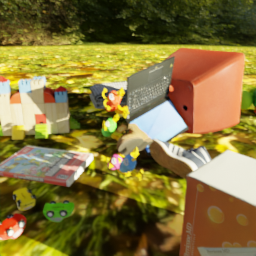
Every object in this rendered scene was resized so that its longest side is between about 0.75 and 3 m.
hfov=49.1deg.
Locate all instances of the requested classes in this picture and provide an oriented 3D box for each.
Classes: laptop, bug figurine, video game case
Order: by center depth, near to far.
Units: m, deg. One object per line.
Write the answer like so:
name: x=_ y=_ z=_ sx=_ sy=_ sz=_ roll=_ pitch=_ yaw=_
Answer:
bug figurine: x=-0.261 y=0.247 z=6.410 sx=0.560 sy=2.176 sz=1.687 roll=-7 pitch=-22 yaw=-17
video game case: x=-2.175 y=0.950 z=7.375 sx=2.086 sy=0.182 sz=1.492 roll=5 pitch=22 yaw=14
laptop: x=0.937 y=-0.641 z=8.020 sx=1.897 sy=2.141 sz=1.106 roll=-30 pitch=52 yaw=-33

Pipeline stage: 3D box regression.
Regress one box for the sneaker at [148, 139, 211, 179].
sneaker: x=1.372 y=0.694 z=7.410 sx=0.942 sy=0.609 sz=1.737 roll=-20 pitch=35 yaw=-31

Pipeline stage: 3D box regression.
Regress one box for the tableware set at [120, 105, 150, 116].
tableware set: x=0.651 y=-0.819 z=11.856 sx=1.929 sy=0.296 sz=1.299 roll=-12 pitch=24 yaw=-30

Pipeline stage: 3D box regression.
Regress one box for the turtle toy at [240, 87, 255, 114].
turtle toy: x=5.431 y=-1.115 z=11.162 sx=2.286 sy=1.666 sz=1.155 roll=10 pitch=44 yaw=28

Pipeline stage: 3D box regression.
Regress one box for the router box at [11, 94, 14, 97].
router box: x=-5.238 y=-1.190 z=12.711 sx=1.066 sy=0.365 sz=1.429 roll=10 pitch=23 yaw=25

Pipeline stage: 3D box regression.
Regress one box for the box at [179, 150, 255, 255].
box: x=2.113 y=1.559 z=3.807 sx=1.232 sy=1.572 sz=2.527 roll=-19 pitch=28 yaw=-40

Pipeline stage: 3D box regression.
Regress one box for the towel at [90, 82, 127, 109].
towel: x=-0.681 y=-1.525 z=12.886 sx=2.038 sy=0.872 sz=1.687 roll=-6 pitch=22 yaw=-15

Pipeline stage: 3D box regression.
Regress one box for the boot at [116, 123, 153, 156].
boot: x=0.043 y=0.237 z=6.690 sx=0.619 sy=0.634 sz=1.680 roll=-38 pitch=-12 yaw=15

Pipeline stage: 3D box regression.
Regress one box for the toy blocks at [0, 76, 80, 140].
toy blocks: x=-3.149 y=-0.818 z=9.477 sx=2.890 sy=1.975 sz=1.444 roll=-2 pitch=21 yaw=-8

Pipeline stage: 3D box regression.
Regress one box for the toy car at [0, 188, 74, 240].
toy car: x=-1.703 y=1.647 z=5.372 sx=1.337 sy=0.317 sz=1.421 roll=-1 pitch=22 yaw=-3

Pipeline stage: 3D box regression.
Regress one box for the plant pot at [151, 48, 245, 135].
plant pot: x=2.186 y=-1.188 z=9.875 sx=2.340 sy=2.652 sz=2.655 roll=-27 pitch=33 yaw=-37

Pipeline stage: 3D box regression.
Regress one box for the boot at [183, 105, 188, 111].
boot: x=2.902 y=-0.923 z=11.143 sx=2.181 sy=0.870 sz=2.399 roll=-6 pitch=6 yaw=26
